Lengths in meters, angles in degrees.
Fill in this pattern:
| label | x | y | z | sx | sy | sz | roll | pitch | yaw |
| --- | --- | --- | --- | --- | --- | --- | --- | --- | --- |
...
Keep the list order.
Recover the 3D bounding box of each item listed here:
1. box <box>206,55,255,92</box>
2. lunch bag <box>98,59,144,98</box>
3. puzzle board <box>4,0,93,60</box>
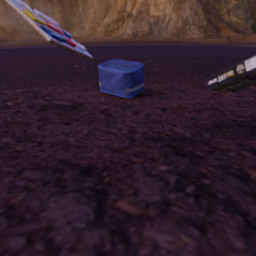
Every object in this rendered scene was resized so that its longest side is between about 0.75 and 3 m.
| label | x | y | z | sx | sy | sz | roll | pitch | yaw |
| --- | --- | --- | --- | --- | --- | --- | --- | --- | --- |
| box | 3.917 | -1.740 | 9.301 | 1.643 | 0.500 | 2.038 | -1 | -13 | -34 |
| lunch bag | -0.427 | -2.556 | 14.851 | 2.475 | 1.638 | 1.682 | 18 | 35 | 31 |
| puzzle board | -2.042 | -2.673 | 7.554 | 1.847 | 0.213 | 2.451 | 44 | 13 | 9 |
